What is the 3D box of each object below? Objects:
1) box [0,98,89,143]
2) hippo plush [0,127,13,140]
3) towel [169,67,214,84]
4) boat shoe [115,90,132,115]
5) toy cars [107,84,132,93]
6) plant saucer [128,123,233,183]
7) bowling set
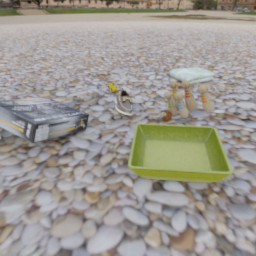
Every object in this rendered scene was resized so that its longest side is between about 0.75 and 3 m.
[{"bbox_3d":[-3.223,-0.408,10.331,2.303,0.703,2.908,21,17,23],"label":"box"},{"bbox_3d":[-4.974,0.069,10.455,1.400,1.115,1.126,31,5,16],"label":"hippo plush"},{"bbox_3d":[3.940,-3.300,17.391,2.204,0.531,1.887,-15,29,-27],"label":"towel"},{"bbox_3d":[-0.155,-1.176,12.821,0.753,0.624,2.097,16,20,-15],"label":"boat shoe"},{"bbox_3d":[-0.481,-2.034,15.118,1.502,0.333,0.673,11,35,14],"label":"toy cars"},{"bbox_3d":[1.557,0.823,9.001,2.876,0.689,2.872,2,27,6],"label":"plant saucer"},{"bbox_3d":[2.114,-1.159,11.835,1.764,1.360,2.534,-26,17,-25],"label":"bowling set"}]
